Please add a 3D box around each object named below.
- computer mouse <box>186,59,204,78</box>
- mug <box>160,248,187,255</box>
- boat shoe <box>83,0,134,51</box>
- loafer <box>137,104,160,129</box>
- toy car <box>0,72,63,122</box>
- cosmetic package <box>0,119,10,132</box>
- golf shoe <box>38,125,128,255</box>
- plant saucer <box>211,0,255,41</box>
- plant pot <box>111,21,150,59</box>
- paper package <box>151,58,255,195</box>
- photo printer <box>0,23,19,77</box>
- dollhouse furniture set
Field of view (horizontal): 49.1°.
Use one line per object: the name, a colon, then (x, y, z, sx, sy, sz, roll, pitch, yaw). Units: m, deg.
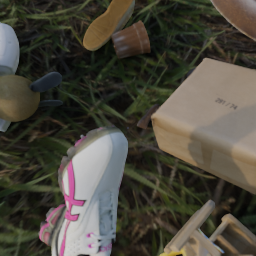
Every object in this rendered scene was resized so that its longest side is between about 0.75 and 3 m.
computer mouse: (2.314, -1.804, 8.922, 0.998, 0.263, 0.691, -27, 68, -12)
mug: (1.186, 3.715, 5.564, 1.609, 1.649, 2.009, 40, 36, -12)
boat shoe: (-0.554, -3.443, 9.411, 0.848, 0.795, 2.299, 42, 93, 15)
loafer: (0.659, -0.313, 8.217, 0.330, 0.340, 0.930, 41, 77, 7)
toy car: (-3.236, -1.037, 7.563, 2.853, 2.344, 2.251, -4, 65, -13)
cosmetic package: (-3.638, -0.298, 8.209, 0.384, 0.279, 0.754, 18, 68, 9)
golf shoe: (-0.479, 1.202, 4.149, 0.976, 2.688, 1.238, -11, 44, -43)
plant saucer: (2.680, -2.639, 5.256, 2.726, 0.437, 2.726, 7, 62, -14)
plant pot: (0.061, -2.751, 9.015, 1.040, 1.050, 1.050, -20, 66, 0)
paper package: (2.140, -0.190, 5.890, 2.387, 1.235, 2.275, 25, 59, 32)
photo printer: (-4.658, -2.354, 8.874, 2.328, 0.808, 1.937, -10, 64, -5)
dollhouse furniture set: (2.254, 2.625, 5.395, 2.624, 2.856, 1.859, 41, 71, 17)
